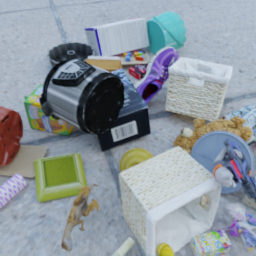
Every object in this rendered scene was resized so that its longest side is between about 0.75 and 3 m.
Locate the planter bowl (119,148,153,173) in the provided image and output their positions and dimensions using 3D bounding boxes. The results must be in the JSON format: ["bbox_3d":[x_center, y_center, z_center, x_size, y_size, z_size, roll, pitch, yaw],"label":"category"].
[{"bbox_3d":[0.276,1.233,8.590,1.187,1.187,0.495,6,5,7],"label":"planter bowl"}]

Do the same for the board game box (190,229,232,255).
[{"bbox_3d":[2.144,3.062,7.326,0.900,0.464,0.472,-10,43,-11],"label":"board game box"}]

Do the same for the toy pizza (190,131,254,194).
[{"bbox_3d":[2.880,1.061,8.686,1.950,1.950,0.309,31,19,29],"label":"toy pizza"}]

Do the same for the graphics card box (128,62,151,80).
[{"bbox_3d":[0.769,-2.887,14.016,1.300,0.331,0.815,-25,47,-27],"label":"graphics card box"}]

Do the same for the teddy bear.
[{"bbox_3d":[2.860,0.215,9.661,2.705,0.903,1.961,-4,41,19],"label":"teddy bear"}]

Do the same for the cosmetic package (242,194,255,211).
[{"bbox_3d":[4.968,1.490,8.618,1.527,1.078,2.950,31,51,30],"label":"cosmetic package"}]

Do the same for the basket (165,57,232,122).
[{"bbox_3d":[2.803,-1.618,11.193,2.211,1.794,2.231,15,29,18],"label":"basket"}]

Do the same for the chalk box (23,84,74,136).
[{"bbox_3d":[-3.117,-0.755,10.917,2.139,1.331,1.324,9,43,11],"label":"chalk box"}]

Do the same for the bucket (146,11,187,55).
[{"bbox_3d":[1.929,-5.107,15.237,1.447,2.223,2.223,-30,50,-24],"label":"bucket"}]

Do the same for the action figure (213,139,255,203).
[{"bbox_3d":[2.555,1.144,6.646,1.702,0.920,1.760,-9,73,-52],"label":"action figure"}]

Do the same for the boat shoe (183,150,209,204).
[{"bbox_3d":[2.002,1.537,8.783,0.585,0.647,1.815,3,59,-27],"label":"boat shoe"}]

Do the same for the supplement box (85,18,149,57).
[{"bbox_3d":[-0.560,-4.858,15.034,2.980,1.540,1.508,-21,26,-20],"label":"supplement box"}]

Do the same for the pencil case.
[{"bbox_3d":[-3.708,1.941,8.539,0.541,0.531,1.266,-3,31,43],"label":"pencil case"}]

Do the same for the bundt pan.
[{"bbox_3d":[-2.836,-3.422,14.190,2.385,0.895,2.385,0,41,0],"label":"bundt pan"}]

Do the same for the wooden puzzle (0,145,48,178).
[{"bbox_3d":[-3.634,1.144,9.634,1.481,0.276,1.370,1,42,7],"label":"wooden puzzle"}]

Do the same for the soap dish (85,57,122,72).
[{"bbox_3d":[-1.116,-2.850,13.327,1.636,1.287,0.664,3,79,3],"label":"soap dish"}]

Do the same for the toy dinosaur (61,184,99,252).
[{"bbox_3d":[-1.222,1.978,7.382,0.710,1.248,2.351,36,42,-8],"label":"toy dinosaur"}]

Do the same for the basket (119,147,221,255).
[{"bbox_3d":[1.002,1.976,7.364,2.118,2.099,1.704,-23,43,-23],"label":"basket"}]

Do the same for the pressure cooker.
[{"bbox_3d":[-1.511,-1.019,8.673,2.270,2.027,1.996,26,11,31],"label":"pressure cooker"}]

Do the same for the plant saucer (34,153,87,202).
[{"bbox_3d":[-2.164,1.450,8.916,1.554,0.373,1.556,-8,52,-16],"label":"plant saucer"}]

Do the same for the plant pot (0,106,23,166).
[{"bbox_3d":[-4.979,0.126,9.096,2.449,2.519,2.519,9,43,5],"label":"plant pot"}]

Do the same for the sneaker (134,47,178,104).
[{"bbox_3d":[1.273,-2.049,11.669,2.832,1.142,1.181,-57,24,1],"label":"sneaker"}]

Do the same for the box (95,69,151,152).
[{"bbox_3d":[-0.576,-0.748,10.615,1.980,1.428,2.668,-20,45,-9],"label":"box"}]

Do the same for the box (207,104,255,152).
[{"bbox_3d":[4.455,0.047,10.632,2.466,0.492,1.688,-21,44,-21],"label":"box"}]

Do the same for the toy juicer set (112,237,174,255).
[{"bbox_3d":[0.474,3.323,6.640,2.328,0.633,1.481,19,55,14],"label":"toy juicer set"}]

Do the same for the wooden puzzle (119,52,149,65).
[{"bbox_3d":[0.253,-3.648,14.557,1.565,0.362,1.450,-6,31,2],"label":"wooden puzzle"}]

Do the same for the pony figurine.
[{"bbox_3d":[3.052,2.658,7.557,1.213,1.046,1.256,14,28,-34],"label":"pony figurine"}]
